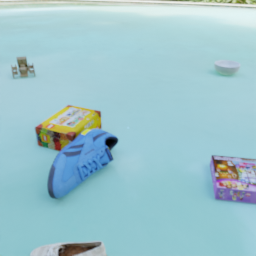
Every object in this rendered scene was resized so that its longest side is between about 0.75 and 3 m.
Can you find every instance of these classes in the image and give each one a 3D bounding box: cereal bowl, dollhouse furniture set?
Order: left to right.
[{"bbox_3d":[-5.556,-3.047,14.874,1.114,0.844,1.271,-9,53,-16],"label":"dollhouse furniture set"},{"bbox_3d":[5.283,-3.192,15.039,1.350,0.562,1.350,1,29,0],"label":"cereal bowl"}]

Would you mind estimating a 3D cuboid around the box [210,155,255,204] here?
[{"bbox_3d":[3.212,1.310,7.114,2.081,0.407,1.424,4,28,8],"label":"box"}]

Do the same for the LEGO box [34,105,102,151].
[{"bbox_3d":[-1.890,-0.008,9.184,1.362,0.706,1.829,12,31,20],"label":"LEGO box"}]

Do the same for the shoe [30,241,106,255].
[{"bbox_3d":[-1.141,2.343,5.308,1.455,0.388,0.509,-1,29,-2],"label":"shoe"}]

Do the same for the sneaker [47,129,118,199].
[{"bbox_3d":[-1.081,0.844,7.433,1.085,0.912,2.767,7,29,18],"label":"sneaker"}]
